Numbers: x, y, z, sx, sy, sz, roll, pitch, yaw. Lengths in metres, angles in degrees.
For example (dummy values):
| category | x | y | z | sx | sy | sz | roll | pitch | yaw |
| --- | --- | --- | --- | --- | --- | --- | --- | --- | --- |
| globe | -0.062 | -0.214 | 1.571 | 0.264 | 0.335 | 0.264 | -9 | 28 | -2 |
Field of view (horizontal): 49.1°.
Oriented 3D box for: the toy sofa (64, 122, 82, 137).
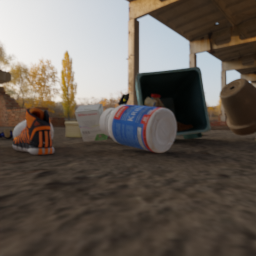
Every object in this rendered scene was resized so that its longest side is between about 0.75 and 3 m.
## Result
| category | x | y | z | sx | sy | sz | roll | pitch | yaw |
| --- | --- | --- | --- | --- | --- | --- | --- | --- | --- |
| toy sofa | -2.387 | -0.160 | 16.344 | 1.116 | 1.315 | 2.695 | 1 | 2 | 30 |

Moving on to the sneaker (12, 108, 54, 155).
| category | x | y | z | sx | sy | sz | roll | pitch | yaw |
| --- | --- | --- | --- | --- | --- | --- | --- | --- | --- |
| sneaker | -2.751 | 0.060 | 8.195 | 0.867 | 1.252 | 2.235 | -1 | 2 | -41 |

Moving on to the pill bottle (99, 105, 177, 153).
| category | x | y | z | sx | sy | sz | roll | pitch | yaw |
| --- | --- | --- | --- | --- | --- | --- | --- | --- | --- |
| pill bottle | 0.199 | -0.049 | 8.415 | 2.265 | 1.271 | 1.271 | 9 | 7 | 43 |

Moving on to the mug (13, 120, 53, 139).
| category | x | y | z | sx | sy | sz | roll | pitch | yaw |
| --- | --- | --- | --- | --- | --- | --- | --- | --- | --- |
| mug | -3.316 | 0.250 | 9.934 | 1.149 | 0.967 | 1.310 | -11 | -32 | 21 |

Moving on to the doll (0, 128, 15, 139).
| category | x | y | z | sx | sy | sz | roll | pitch | yaw |
| --- | --- | --- | --- | --- | --- | --- | --- | --- | --- |
| doll | -5.982 | 0.314 | 14.064 | 1.276 | 0.453 | 1.870 | -10 | 0 | -33 |

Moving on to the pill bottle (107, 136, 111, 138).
| category | x | y | z | sx | sy | sz | roll | pitch | yaw |
| --- | --- | --- | --- | --- | --- | --- | --- | --- | --- |
| pill bottle | -0.997 | 0.111 | 14.222 | 1.266 | 0.688 | 0.688 | 16 | 5 | 12 |

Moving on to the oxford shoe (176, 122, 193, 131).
| category | x | y | z | sx | sy | sz | roll | pitch | yaw |
| --- | --- | --- | --- | --- | --- | --- | --- | --- | --- |
| oxford shoe | 2.408 | -0.082 | 13.102 | 1.247 | 0.445 | 0.445 | -4 | 11 | 32 |

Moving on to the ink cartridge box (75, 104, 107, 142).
| category | x | y | z | sx | sy | sz | roll | pitch | yaw |
| --- | --- | --- | --- | --- | --- | --- | --- | --- | --- |
| ink cartridge box | -1.459 | -0.212 | 11.446 | 1.027 | 1.413 | 0.618 | -5 | 32 | 13 |

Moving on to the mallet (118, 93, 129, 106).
| category | x | y | z | sx | sy | sz | roll | pitch | yaw |
| --- | --- | --- | --- | --- | --- | --- | --- | --- | --- |
| mallet | -0.082 | -1.406 | 12.636 | 0.379 | 0.606 | 1.839 | 27 | -13 | -5 |

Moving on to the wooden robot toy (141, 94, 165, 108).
| category | x | y | z | sx | sy | sz | roll | pitch | yaw |
| --- | --- | --- | --- | --- | --- | --- | --- | --- | --- |
| wooden robot toy | 1.243 | -0.792 | 11.466 | 0.988 | 0.959 | 2.177 | 26 | 19 | 22 |

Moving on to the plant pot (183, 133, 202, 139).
| category | x | y | z | sx | sy | sz | roll | pitch | yaw |
| --- | --- | --- | --- | --- | --- | --- | --- | --- | --- |
| plant pot | 3.159 | 0.283 | 13.948 | 0.790 | 0.558 | 0.559 | -14 | -7 | 32 |

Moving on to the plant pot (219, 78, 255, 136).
| category | x | y | z | sx | sy | sz | roll | pitch | yaw |
| --- | --- | --- | --- | --- | --- | --- | --- | --- | --- |
| plant pot | 5.770 | -1.230 | 13.985 | 2.511 | 2.190 | 2.511 | -36 | 21 | 16 |

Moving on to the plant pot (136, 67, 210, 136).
| category | x | y | z | sx | sy | sz | roll | pitch | yaw |
| --- | --- | --- | --- | --- | --- | --- | --- | --- | --- |
| plant pot | 1.753 | -0.910 | 13.021 | 2.829 | 2.821 | 2.881 | -7 | -5 | -6 |
